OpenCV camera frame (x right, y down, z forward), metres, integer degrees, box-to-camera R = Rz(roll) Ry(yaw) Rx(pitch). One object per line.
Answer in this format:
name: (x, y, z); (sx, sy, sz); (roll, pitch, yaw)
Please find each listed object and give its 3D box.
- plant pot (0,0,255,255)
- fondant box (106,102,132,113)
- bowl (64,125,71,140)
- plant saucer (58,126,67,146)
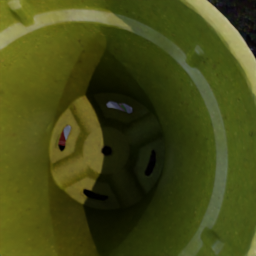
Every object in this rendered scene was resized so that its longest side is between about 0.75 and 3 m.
plant pot: (-0.387, 0.267, 2.961); (2.742, 2.742, 2.521); (0, -3, 2)
fondant box: (-0.667, -0.787, 8.522); (1.953, 0.788, 2.707); (43, 12, -25)
bowl: (-0.994, 0.101, 6.728); (0.998, 0.372, 0.996); (-34, -19, -19)
plant saucer: (-2.501, -0.221, 8.544); (2.147, 2.142, 0.394); (4, 43, 28)
